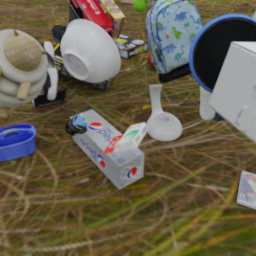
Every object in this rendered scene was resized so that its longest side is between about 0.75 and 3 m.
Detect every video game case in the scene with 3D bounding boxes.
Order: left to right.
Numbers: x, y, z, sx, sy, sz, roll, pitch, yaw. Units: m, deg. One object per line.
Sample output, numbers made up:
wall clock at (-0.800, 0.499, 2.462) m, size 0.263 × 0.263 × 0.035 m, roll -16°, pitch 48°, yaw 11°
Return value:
video game case at (3.772, 1.822, 7.752) m, size 1.333 × 0.153 × 1.215 m, roll 15°, pitch 38°, yaw 19°

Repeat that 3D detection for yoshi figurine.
yoshi figurine at (0.800, -5.136, 11.162) m, size 1.016 × 1.020 × 1.814 m, roll -7°, pitch 2°, yaw -23°

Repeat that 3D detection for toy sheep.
toy sheep at (-2.891, -1.299, 6.718) m, size 2.718 × 1.874 × 1.874 m, roll -21°, pitch 19°, yaw 41°

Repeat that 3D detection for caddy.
caddy at (-3.775, 0.388, 9.158) m, size 1.549 × 0.813 × 1.095 m, roll -15°, pitch 40°, yaw -20°

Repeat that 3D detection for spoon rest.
spoon rest at (1.240, -0.501, 10.595) m, size 1.306 × 0.797 × 2.628 m, roll -4°, pitch 50°, yaw -3°

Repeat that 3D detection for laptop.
laptop at (-3.336, -1.404, 11.612) m, size 1.301 × 0.806 × 1.390 m, roll -15°, pitch 39°, yaw -20°

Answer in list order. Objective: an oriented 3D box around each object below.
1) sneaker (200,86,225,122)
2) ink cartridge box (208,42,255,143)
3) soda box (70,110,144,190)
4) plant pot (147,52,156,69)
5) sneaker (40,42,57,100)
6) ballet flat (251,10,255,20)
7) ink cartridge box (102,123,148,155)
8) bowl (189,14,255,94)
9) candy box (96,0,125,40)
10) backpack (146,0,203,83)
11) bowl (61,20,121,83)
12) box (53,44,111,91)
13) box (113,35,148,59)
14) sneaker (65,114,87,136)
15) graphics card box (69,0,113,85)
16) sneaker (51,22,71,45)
sneaker at (2.763, -1.015, 8.270) m, size 1.226 × 1.674 × 0.674 m, roll -3°, pitch 15°, yaw -33°
ink cartridge box at (2.974, -0.776, 5.564) m, size 1.969 × 1.445 × 1.438 m, roll -7°, pitch 38°, yaw -27°
soda box at (-0.733, 0.564, 8.765) m, size 0.914 × 0.984 × 2.882 m, roll -24°, pitch 42°, yaw -29°
plant pot at (1.559, -3.395, 14.361) m, size 0.897 × 0.897 × 0.872 m, roll -17°, pitch 48°, yaw -21°
sneaker at (-2.567, -1.571, 7.728) m, size 1.096 × 0.727 × 1.927 m, roll -4°, pitch 62°, yaw -20°
ballet flat at (4.045, -3.517, 8.182) m, size 0.464 × 1.487 × 0.502 m, roll 28°, pitch 0°, yaw 29°
ink cartridge box at (-0.116, 0.251, 6.632) m, size 1.004 × 0.251 × 0.808 m, roll -11°, pitch 26°, yaw 31°
bowl at (2.411, -1.677, 6.612) m, size 1.916 × 1.916 × 0.376 m, roll 8°, pitch 16°, yaw 11°
candy box at (-0.865, -4.354, 10.648) m, size 0.511 × 1.056 × 1.811 m, roll -24°, pitch 68°, yaw -27°
backpack at (1.642, -3.068, 9.419) m, size 2.130 × 2.611 × 2.007 m, roll -18°, pitch 2°, yaw 6°
bowl at (-1.229, -1.963, 7.931) m, size 1.927 × 1.927 × 0.866 m, roll 20°, pitch 55°, yaw 25°
box at (-2.078, -2.993, 13.124) m, size 2.861 × 0.706 × 2.285 m, roll 20°, pitch 34°, yaw -7°
box at (-0.312, -4.833, 16.520) m, size 2.372 × 0.525 × 1.900 m, roll 27°, pitch 44°, yaw 32°
sneaker at (-1.370, -0.061, 7.311) m, size 0.563 × 0.482 × 1.358 m, roll -25°, pitch -2°, yaw -9°
graphics card box at (-1.449, -3.135, 9.995) m, size 0.739 × 2.904 × 1.822 m, roll -23°, pitch 69°, yaw -24°
sneaker at (-1.732, -2.993, 8.931) m, size 0.774 × 0.866 × 2.115 m, roll -25°, pitch 47°, yaw -38°
